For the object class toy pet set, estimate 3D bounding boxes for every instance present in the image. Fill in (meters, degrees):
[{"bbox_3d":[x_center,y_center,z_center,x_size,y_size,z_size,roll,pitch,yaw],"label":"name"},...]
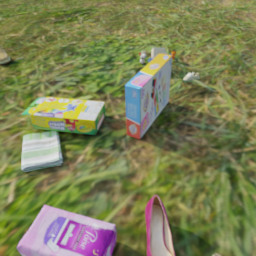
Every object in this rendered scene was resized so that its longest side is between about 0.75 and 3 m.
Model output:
[{"bbox_3d":[1.480,-3.213,13.464,1.773,0.941,1.655,0,4,-5],"label":"toy pet set"}]

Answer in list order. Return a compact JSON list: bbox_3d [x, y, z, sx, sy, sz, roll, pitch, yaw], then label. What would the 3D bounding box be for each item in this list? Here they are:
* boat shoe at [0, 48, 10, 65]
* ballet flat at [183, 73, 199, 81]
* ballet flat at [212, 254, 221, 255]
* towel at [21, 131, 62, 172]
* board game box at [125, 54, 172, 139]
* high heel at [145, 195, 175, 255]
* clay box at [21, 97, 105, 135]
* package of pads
[{"bbox_3d":[-6.642,-3.849,13.978,2.181,0.830,0.781,32,49,33],"label":"boat shoe"},{"bbox_3d":[2.647,-2.152,11.711,0.990,0.344,0.344,-16,39,-43],"label":"ballet flat"},{"bbox_3d":[1.819,3.028,5.873,0.346,0.384,1.019,18,42,24],"label":"ballet flat"},{"bbox_3d":[-2.765,0.654,8.906,1.215,0.250,1.628,-9,40,-12],"label":"towel"},{"bbox_3d":[0.761,-1.160,9.762,0.524,1.990,2.601,17,42,23],"label":"board game box"},{"bbox_3d":[0.737,2.464,6.136,0.649,0.925,1.928,-1,39,-1],"label":"high heel"},{"bbox_3d":[-2.222,-0.473,9.897,2.573,0.612,1.478,5,31,8],"label":"clay box"},{"bbox_3d":[-1.307,2.532,6.216,1.917,0.725,1.155,11,43,14],"label":"package of pads"}]
